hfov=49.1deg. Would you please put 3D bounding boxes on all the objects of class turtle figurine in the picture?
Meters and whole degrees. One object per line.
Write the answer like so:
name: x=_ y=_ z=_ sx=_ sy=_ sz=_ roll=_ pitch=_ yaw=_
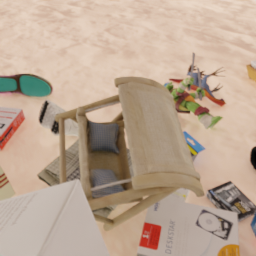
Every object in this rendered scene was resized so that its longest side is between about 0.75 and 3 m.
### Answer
turtle figurine: x=2.524 y=-1.231 z=10.017 sx=2.433 sy=1.751 sz=2.359 roll=-37 pitch=73 yaw=-12

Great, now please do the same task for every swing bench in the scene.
swing bench: x=-0.103 y=0.519 z=6.617 sx=2.831 sy=1.837 sz=2.816 roll=-29 pitch=51 yaw=22

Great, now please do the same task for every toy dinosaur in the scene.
toy dinosaur: x=3.203 y=-1.638 z=12.028 sx=2.507 sy=1.316 sz=2.275 roll=-28 pitch=45 yaw=30

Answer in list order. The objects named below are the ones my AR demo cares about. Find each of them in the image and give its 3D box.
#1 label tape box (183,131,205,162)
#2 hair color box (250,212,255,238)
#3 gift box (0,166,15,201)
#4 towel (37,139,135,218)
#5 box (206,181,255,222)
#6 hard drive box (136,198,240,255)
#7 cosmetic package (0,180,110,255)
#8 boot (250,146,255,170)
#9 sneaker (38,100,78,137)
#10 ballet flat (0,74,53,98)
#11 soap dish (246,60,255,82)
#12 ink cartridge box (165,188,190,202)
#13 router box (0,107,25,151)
label tape box: x=1.526 y=0.797 z=8.891 sx=1.484 sy=0.470 sz=1.070 roll=-21 pitch=44 yaw=-21
hair color box: x=3.776 y=2.937 z=5.688 sx=1.445 sy=0.875 sz=2.890 roll=2 pitch=33 yaw=-1
gift box: x=-4.040 y=1.487 z=7.117 sx=1.375 sy=1.490 sz=1.391 roll=0 pitch=31 yaw=37
towel: x=-0.932 y=1.160 z=7.971 sx=2.337 sy=0.419 sz=2.427 roll=30 pitch=50 yaw=15
box: x=2.785 y=2.002 z=7.565 sx=0.846 sy=0.267 sz=1.073 roll=-16 pitch=40 yaw=-20
hard drive box: x=1.363 y=2.603 z=6.375 sx=2.093 sy=0.804 sz=1.631 roll=8 pitch=38 yaw=11
cosmetic package: x=-1.654 y=2.298 z=4.220 sx=2.310 sy=1.933 sz=1.921 roll=-17 pitch=15 yaw=7
boot: x=4.877 y=0.520 z=8.756 sx=2.408 sy=1.094 sz=2.866 roll=-5 pitch=45 yaw=-13
sneaker: x=-2.467 y=-0.293 z=10.100 sx=1.051 sy=0.974 sz=2.593 roll=15 pitch=13 yaw=-40
ballet flat: x=-4.570 y=-1.888 z=12.082 sx=2.921 sy=1.010 sz=1.039 roll=2 pitch=19 yaw=4
soap dish: x=6.611 y=-2.371 z=12.661 sx=1.620 sy=0.836 sz=2.059 roll=-12 pitch=40 yaw=-15
ink cartridge box: x=1.207 y=1.835 z=7.648 sx=0.748 sy=0.430 sz=1.031 roll=18 pitch=42 yaw=21
router box: x=-5.072 y=-0.067 z=9.998 sx=2.059 sy=0.503 sz=1.848 roll=6 pitch=39 yaw=8
